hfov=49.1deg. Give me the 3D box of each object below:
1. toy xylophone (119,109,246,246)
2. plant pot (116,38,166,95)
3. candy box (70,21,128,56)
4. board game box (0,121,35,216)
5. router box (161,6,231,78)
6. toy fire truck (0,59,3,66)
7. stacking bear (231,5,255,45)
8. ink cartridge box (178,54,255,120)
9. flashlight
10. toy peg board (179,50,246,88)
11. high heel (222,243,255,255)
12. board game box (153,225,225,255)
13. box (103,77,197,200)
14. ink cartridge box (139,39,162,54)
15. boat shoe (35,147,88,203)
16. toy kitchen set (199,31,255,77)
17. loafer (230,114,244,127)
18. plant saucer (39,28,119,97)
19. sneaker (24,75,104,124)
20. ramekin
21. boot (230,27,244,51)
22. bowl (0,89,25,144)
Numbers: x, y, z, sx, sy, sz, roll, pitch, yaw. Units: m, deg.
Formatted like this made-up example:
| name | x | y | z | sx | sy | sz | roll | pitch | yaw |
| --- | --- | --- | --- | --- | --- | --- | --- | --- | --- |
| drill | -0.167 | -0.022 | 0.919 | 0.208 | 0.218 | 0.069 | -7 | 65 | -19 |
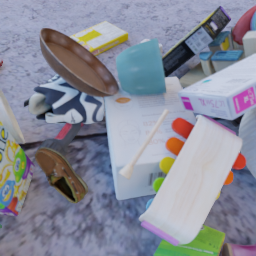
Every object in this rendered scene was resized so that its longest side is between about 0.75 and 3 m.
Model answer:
| name | x | y | z | sx | sy | sz | roll | pitch | yaw |
| --- | --- | --- | --- | --- | --- | --- | --- | --- | --- |
| toy xylophone | 1.125 | 0.831 | 5.762 | 2.076 | 0.712 | 2.835 | 39 | 78 | 5 |
| plant pot | 0.311 | -1.464 | 7.092 | 1.104 | 1.376 | 1.376 | -10 | 47 | 6 |
| candy box | -1.557 | -3.588 | 11.706 | 2.954 | 0.390 | 1.510 | -34 | 59 | -27 |
| board game box | -3.231 | 0.814 | 6.020 | 1.361 | 2.642 | 1.385 | 5 | 59 | 5 |
| router box | 2.154 | -2.880 | 9.586 | 0.620 | 2.375 | 1.868 | 47 | 51 | -7 |
| toy fire truck | -5.334 | -2.322 | 10.456 | 0.974 | 0.651 | 1.160 | 13 | 47 | -13 |
| stacking bear | 4.392 | -2.906 | 7.656 | 1.767 | 1.655 | 2.910 | 27 | 12 | -6 |
| ink cartridge box | 2.724 | -1.090 | 6.102 | 2.835 | 0.595 | 1.692 | -29 | 19 | -14 |
| flashlight | -1.835 | 0.031 | 8.191 | 0.730 | 0.732 | 2.155 | 1 | 43 | 34 |
| toy peg board | 3.235 | -1.513 | 9.186 | 2.147 | 1.054 | 2.156 | -41 | 37 | -17 |
| high heel | 2.583 | 3.542 | 4.917 | 1.428 | 1.003 | 2.977 | 7 | 41 | 0 |
| board game box | 1.012 | 2.781 | 5.481 | 1.130 | 0.355 | 2.366 | 15 | 33 | 28 |
| box | 0.559 | 0.163 | 7.496 | 2.187 | 1.527 | 2.872 | -6 | 48 | -6 |
| ink cartridge box | 0.693 | -2.987 | 11.094 | 0.832 | 0.483 | 1.153 | 31 | 55 | 25 |
| boat shoe | -1.680 | 1.130 | 6.815 | 1.646 | 0.592 | 0.559 | 41 | 24 | 2 |
| toy kitchen set | 3.310 | -2.500 | 8.352 | 2.108 | 1.242 | 1.689 | 12 | 51 | 43 |
| loafer | 3.002 | -0.531 | 8.036 | 0.476 | 1.512 | 0.543 | -33 | 51 | 21 |
| plant saucer | -1.233 | -1.532 | 6.951 | 2.343 | 0.403 | 2.343 | 38 | 20 | -17 |
| sneaker | -2.075 | -1.120 | 7.985 | 1.914 | 1.174 | 2.941 | -12 | 54 | -25 |
| ramekin | 4.167 | 0.330 | 6.753 | 2.992 | 1.570 | 2.992 | 9 | 63 | -17 |
| boot | 5.164 | -3.418 | 11.353 | 1.923 | 0.698 | 1.749 | -1 | 61 | 9 |
| bowl | -3.576 | -0.273 | 7.529 | 0.848 | 1.887 | 1.887 | -24 | 52 | -16 |
